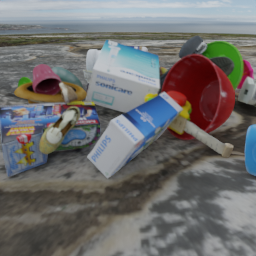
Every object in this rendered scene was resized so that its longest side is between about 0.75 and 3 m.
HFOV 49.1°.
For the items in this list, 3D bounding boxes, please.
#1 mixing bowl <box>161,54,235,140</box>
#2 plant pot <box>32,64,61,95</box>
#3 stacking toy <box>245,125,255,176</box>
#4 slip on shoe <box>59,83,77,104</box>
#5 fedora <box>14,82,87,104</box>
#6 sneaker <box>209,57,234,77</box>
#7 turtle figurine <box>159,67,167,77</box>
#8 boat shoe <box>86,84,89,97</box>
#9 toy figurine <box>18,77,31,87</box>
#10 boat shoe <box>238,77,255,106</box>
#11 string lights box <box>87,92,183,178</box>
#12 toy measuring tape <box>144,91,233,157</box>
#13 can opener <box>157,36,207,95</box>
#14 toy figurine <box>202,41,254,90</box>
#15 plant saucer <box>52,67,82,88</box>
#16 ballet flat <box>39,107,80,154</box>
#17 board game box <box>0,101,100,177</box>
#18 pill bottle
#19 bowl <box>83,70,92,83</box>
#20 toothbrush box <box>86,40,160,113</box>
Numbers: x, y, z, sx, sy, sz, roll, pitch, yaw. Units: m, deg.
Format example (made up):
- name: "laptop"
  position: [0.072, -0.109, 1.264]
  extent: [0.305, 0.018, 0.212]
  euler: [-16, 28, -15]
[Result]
- name: "mixing bowl"
  position: [2.087, -0.796, 7.902]
  extent: [1.245, 2.299, 2.299]
  euler: [3, 18, -33]
- name: "plant pot"
  position: [-2.648, -1.551, 8.917]
  extent: [0.881, 0.881, 0.789]
  euler: [-12, 58, -27]
- name: "stacking toy"
  position: [3.528, 0.433, 6.047]
  extent: [1.924, 1.116, 1.056]
  euler: [-7, 11, -33]
- name: "slip on shoe"
  position: [-1.737, -1.026, 8.079]
  extent: [0.368, 0.461, 1.214]
  euler: [-14, 23, -15]
- name: "fedora"
  position: [-2.548, -0.898, 9.330]
  extent: [2.309, 0.942, 2.309]
  euler: [4, 24, -2]
- name: "sneaker"
  position: [2.741, -1.559, 9.839]
  extent: [1.380, 2.408, 0.921]
  euler: [10, 54, -43]
- name: "turtle figurine"
  position: [1.436, -2.470, 13.283]
  extent: [1.907, 0.762, 2.365]
  euler: [-13, 37, -11]
- name: "boat shoe"
  position: [-0.589, -1.620, 11.253]
  extent: [2.544, 0.824, 0.915]
  euler: [-19, 30, -37]
- name: "toy figurine"
  position: [-3.661, -1.637, 11.301]
  extent: [1.088, 0.817, 1.001]
  euler: [21, 22, 23]
- name: "boat shoe"
  position: [4.616, -1.204, 10.133]
  extent: [0.830, 0.921, 2.606]
  euler: [19, 20, 7]
- name: "string lights box"
  position: [0.236, 0.071, 6.576]
  extent: [0.706, 1.230, 2.394]
  euler: [44, 38, 10]
- name: "toy measuring tape"
  position: [1.655, -0.238, 7.660]
  extent: [2.890, 1.063, 1.063]
  euler: [34, 38, 28]
- name: "can opener"
  position: [1.864, -2.458, 10.966]
  extent: [0.910, 2.723, 0.726]
  euler: [39, 29, -21]
- name: "toy figurine"
  position: [3.888, -2.059, 11.601]
  extent: [2.692, 2.196, 2.925]
  euler: [-2, -13, -44]
- name: "plant saucer"
  position: [-2.570, -1.929, 11.568]
  extent: [1.420, 1.420, 0.273]
  euler: [14, 63, 30]
- name: "ballet flat"
  position: [-1.500, 0.009, 6.180]
  extent: [0.450, 0.450, 1.274]
  euler: [18, 60, 36]
- name: "board game box"
  position: [-2.099, 0.138, 7.086]
  extent: [2.705, 0.834, 2.703]
  euler: [-4, 23, -9]
- name: "pill bottle"
  position: [-0.434, -2.760, 12.049]
  extent: [2.491, 1.442, 1.442]
  euler: [3, 23, 8]
- name: "bowl"
  position: [-1.386, -2.001, 11.378]
  extent: [0.971, 0.455, 0.971]
  euler: [14, 6, -1]
- name: "toothbrush box"
  position: [-0.094, -1.820, 9.899]
  extent: [2.151, 1.253, 2.938]
  euler: [15, 33, -6]
